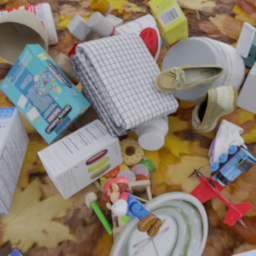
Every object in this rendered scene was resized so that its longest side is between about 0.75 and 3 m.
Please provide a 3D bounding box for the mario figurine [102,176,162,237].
[{"bbox_3d":[-0.065,1.563,5.412,0.776,0.904,1.465,-21,35,-29],"label":"mario figurine"}]

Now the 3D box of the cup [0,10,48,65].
[{"bbox_3d":[-3.247,-2.895,8.611,1.691,1.691,1.209,-1,54,-1],"label":"cup"}]

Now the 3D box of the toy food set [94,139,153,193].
[{"bbox_3d":[-0.181,1.245,8.468,1.845,0.449,1.826,-19,55,-14],"label":"toy food set"}]

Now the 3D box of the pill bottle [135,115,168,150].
[{"bbox_3d":[0.746,-0.244,8.971,1.049,1.049,1.895,4,45,3],"label":"pill bottle"}]

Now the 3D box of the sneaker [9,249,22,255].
[{"bbox_3d":[-2.988,3.384,6.797,0.364,0.520,0.901,28,58,19],"label":"sneaker"}]

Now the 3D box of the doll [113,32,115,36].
[{"bbox_3d":[-0.290,-4.369,12.656,1.053,0.719,0.255,-27,97,-25],"label":"doll"}]

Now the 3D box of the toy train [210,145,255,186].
[{"bbox_3d":[2.892,1.069,7.872,0.577,1.331,0.761,32,20,-26],"label":"toy train"}]

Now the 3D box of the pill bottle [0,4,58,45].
[{"bbox_3d":[-4.641,-4.164,11.830,2.997,1.682,1.682,-13,54,-10],"label":"pill bottle"}]

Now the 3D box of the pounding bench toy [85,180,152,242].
[{"bbox_3d":[-0.208,2.316,7.248,1.770,1.100,1.381,-6,53,-5],"label":"pounding bench toy"}]

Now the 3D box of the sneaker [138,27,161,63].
[{"bbox_3d":[0.196,-2.659,9.998,1.150,1.696,2.936,10,75,31],"label":"sneaker"}]

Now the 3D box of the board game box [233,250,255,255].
[{"bbox_3d":[2.217,4.191,6.034,2.475,0.537,2.463,-10,61,-8],"label":"board game box"}]

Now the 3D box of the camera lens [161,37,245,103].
[{"bbox_3d":[2.554,-1.884,9.360,2.051,2.051,2.565,41,29,26],"label":"camera lens"}]

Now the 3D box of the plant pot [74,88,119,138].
[{"bbox_3d":[-0.960,-0.673,9.213,1.852,1.615,1.852,-1,53,1],"label":"plant pot"}]

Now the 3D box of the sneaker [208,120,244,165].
[{"bbox_3d":[3.137,0.523,8.863,0.936,0.703,1.879,21,56,16],"label":"sneaker"}]

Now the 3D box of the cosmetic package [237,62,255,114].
[{"bbox_3d":[4.713,-1.611,9.929,0.972,1.576,1.581,27,57,18],"label":"cosmetic package"}]

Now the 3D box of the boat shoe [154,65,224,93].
[{"bbox_3d":[1.597,-1.346,7.351,1.821,0.573,0.664,-7,87,-12],"label":"boat shoe"}]

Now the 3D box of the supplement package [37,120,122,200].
[{"bbox_3d":[-1.286,0.837,7.848,1.955,1.112,1.071,-32,49,-21],"label":"supplement package"}]

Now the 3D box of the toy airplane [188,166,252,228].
[{"bbox_3d":[2.569,1.942,7.983,2.087,0.384,2.087,-1,53,1],"label":"toy airplane"}]

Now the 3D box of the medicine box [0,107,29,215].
[{"bbox_3d":[-4.513,0.887,7.790,2.636,1.490,2.894,-3,41,-2],"label":"medicine box"}]

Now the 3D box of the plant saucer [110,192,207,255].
[{"bbox_3d":[0.620,2.636,6.352,2.723,2.723,0.683,-31,28,-22],"label":"plant saucer"}]

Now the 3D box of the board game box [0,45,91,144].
[{"bbox_3d":[-2.447,-0.938,8.134,2.301,1.737,0.540,49,29,1],"label":"board game box"}]

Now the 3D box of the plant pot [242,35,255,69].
[{"bbox_3d":[5.855,-3.357,11.272,2.376,1.680,1.679,-38,61,-21],"label":"plant pot"}]

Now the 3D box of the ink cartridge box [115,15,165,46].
[{"bbox_3d":[0.570,-3.983,12.218,1.944,0.823,1.405,-31,59,-20],"label":"ink cartridge box"}]

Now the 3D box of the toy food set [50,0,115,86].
[{"bbox_3d":[-1.230,-2.417,8.614,2.912,1.310,1.390,-47,45,15],"label":"toy food set"}]

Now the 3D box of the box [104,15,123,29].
[{"bbox_3d":[-0.833,-4.787,12.995,1.035,0.564,0.662,32,59,22],"label":"box"}]

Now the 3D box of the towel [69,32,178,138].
[{"bbox_3d":[-0.085,-1.201,7.754,2.189,1.131,2.644,-25,82,-38],"label":"towel"}]

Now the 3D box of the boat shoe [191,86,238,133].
[{"bbox_3d":[2.247,-0.500,8.127,0.798,2.537,0.925,3,76,-6],"label":"boat shoe"}]

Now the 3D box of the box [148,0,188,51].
[{"bbox_3d":[1.343,-3.125,8.775,0.701,2.796,1.052,-29,86,11],"label":"box"}]

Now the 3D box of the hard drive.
[{"bbox_3d":[3.669,-2.740,8.766,0.119,0.889,0.586,-4,40,-10],"label":"hard drive"}]
